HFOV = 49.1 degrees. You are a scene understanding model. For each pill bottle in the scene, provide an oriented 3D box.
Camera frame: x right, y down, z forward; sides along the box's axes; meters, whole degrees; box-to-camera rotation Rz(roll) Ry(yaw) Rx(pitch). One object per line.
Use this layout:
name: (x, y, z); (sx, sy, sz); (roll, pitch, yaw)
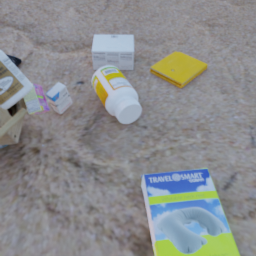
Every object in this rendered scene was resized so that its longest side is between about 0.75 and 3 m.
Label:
pill bottle: (-0.367, -1.096, 9.390); (1.130, 1.130, 2.034); (-19, 50, -17)
pill bottle: (-3.001, -1.252, 6.312); (0.884, 1.546, 0.884); (-32, 23, 15)

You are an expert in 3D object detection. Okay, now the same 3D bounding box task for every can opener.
can opener: (-4.953, -2.860, 11.560); (1.433, 0.563, 0.454); (22, 58, 31)

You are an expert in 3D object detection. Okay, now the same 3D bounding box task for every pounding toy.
pounding toy: (-3.615, -0.039, 7.582); (2.488, 1.295, 2.831); (-6, 55, 9)

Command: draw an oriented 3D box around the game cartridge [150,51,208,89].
game cartridge: (2.037, -2.386, 11.237); (1.595, 0.293, 1.809); (34, 53, 28)

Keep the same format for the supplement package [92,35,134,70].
supplement package: (-0.592, -3.084, 11.423); (1.632, 0.905, 1.271); (1, 47, -1)

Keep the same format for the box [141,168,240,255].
box: (1.360, 2.123, 6.699); (1.775, 0.694, 2.911); (-5, 48, -5)

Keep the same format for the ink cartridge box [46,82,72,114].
ink cartridge box: (-2.283, -0.973, 9.323); (0.361, 0.858, 0.626); (29, 63, 24)

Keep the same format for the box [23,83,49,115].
box: (-2.695, -0.826, 8.149); (0.392, 0.714, 0.812); (-17, 91, 3)

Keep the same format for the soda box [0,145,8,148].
soda box: (-4.086, 0.018, 8.781); (0.427, 0.460, 1.344); (-22, 49, 0)
